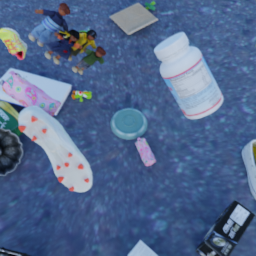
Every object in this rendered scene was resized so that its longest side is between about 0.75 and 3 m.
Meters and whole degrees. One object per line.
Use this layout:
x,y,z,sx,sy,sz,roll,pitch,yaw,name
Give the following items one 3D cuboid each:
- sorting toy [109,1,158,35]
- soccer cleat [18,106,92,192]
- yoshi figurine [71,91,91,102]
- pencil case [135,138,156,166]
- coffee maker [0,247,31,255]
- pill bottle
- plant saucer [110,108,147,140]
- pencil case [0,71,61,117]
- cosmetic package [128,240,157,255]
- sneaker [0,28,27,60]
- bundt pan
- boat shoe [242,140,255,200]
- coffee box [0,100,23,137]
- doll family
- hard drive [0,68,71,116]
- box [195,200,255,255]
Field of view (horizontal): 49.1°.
0.630,-5.846,14.680,2.688,0.396,1.987,-31,58,-15,sorting toy
-1.667,0.493,6.892,0.877,2.530,0.981,-30,20,9,soccer cleat
-1.916,-1.367,11.878,0.855,0.481,0.479,0,16,17,yoshi figurine
0.623,0.878,10.327,0.468,0.468,1.070,-17,60,-11,pencil case
-2.942,4.605,7.266,2.292,1.607,2.386,11,59,6,coffee maker
1.667,-1.442,7.877,1.221,2.246,1.221,-29,22,13,pill bottle
0.031,-0.219,11.191,1.492,0.204,1.492,0,58,0,plant saucer
-2.542,-0.838,7.357,1.515,0.662,0.662,35,62,-3,pencil case
0.757,4.366,7.874,2.080,0.844,1.173,39,65,21,cosmetic package
-3.904,-2.824,9.490,0.553,1.416,0.640,-8,71,15,sneaker
-4.653,0.824,9.853,1.741,0.653,1.741,-2,94,-29,bundt pan
4.687,1.499,9.567,0.920,1.062,2.492,-2,57,-1,boat shoe
-5.521,0.204,10.639,2.956,0.650,1.818,-39,65,-22,coffee box
-2.001,-3.112,9.910,1.719,2.973,1.167,-29,66,29,doll family
-3.931,-1.519,11.506,2.695,0.342,1.778,16,45,0,hard drive
2.865,3.145,8.347,0.708,1.345,1.643,37,65,21,box
